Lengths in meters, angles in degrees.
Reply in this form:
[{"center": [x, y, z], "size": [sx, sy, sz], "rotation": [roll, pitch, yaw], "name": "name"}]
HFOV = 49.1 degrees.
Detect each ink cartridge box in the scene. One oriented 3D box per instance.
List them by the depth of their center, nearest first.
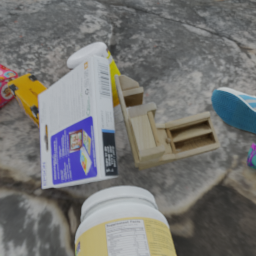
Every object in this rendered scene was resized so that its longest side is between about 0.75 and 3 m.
[{"center": [-1.423, 0.037, 7.185], "size": [0.622, 2.866, 2.839], "rotation": [5, 73, -42], "name": "ink cartridge box"}]

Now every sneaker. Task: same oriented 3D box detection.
[{"center": [4.251, -0.571, 9.517], "size": [2.942, 1.126, 1.188], "rotation": [29, 44, 18], "name": "sneaker"}]

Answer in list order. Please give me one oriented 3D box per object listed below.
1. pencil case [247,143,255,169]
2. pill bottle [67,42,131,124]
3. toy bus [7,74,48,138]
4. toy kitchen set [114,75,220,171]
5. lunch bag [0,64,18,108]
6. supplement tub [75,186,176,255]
[{"center": [4.298, 1.022, 7.977], "size": [1.699, 0.785, 0.723], "rotation": [18, 54, 20], "name": "pencil case"}, {"center": [-0.748, -1.255, 8.308], "size": [1.236, 2.262, 1.236], "rotation": [-21, 30, 13], "name": "pill bottle"}, {"center": [-2.956, -0.728, 9.499], "size": [0.945, 1.137, 2.904], "rotation": [-35, 54, -24], "name": "toy bus"}, {"center": [1.093, -0.391, 7.218], "size": [2.460, 2.727, 2.225], "rotation": [-15, 76, -2], "name": "toy kitchen set"}, {"center": [-5.580, -1.460, 10.338], "size": [2.274, 1.058, 2.582], "rotation": [25, 49, 24], "name": "lunch bag"}, {"center": [-0.017, 2.723, 5.367], "size": [1.975, 1.975, 2.716], "rotation": [-6, 44, -6], "name": "supplement tub"}]
